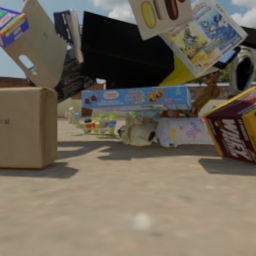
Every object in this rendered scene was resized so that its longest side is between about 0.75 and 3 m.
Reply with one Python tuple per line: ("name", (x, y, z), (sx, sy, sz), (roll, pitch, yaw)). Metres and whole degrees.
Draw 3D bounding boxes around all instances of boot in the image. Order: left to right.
("boot", (-1.580, -2.423, 7.503), (0.617, 1.366, 0.497), (-6, 22, 1))
("boot", (3.700, -2.131, 8.695), (0.879, 2.391, 1.143), (9, 2, 13))

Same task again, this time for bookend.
("bookend", (-0.388, -1.955, 8.844), (2.711, 1.256, 2.728), (7, -21, -19))

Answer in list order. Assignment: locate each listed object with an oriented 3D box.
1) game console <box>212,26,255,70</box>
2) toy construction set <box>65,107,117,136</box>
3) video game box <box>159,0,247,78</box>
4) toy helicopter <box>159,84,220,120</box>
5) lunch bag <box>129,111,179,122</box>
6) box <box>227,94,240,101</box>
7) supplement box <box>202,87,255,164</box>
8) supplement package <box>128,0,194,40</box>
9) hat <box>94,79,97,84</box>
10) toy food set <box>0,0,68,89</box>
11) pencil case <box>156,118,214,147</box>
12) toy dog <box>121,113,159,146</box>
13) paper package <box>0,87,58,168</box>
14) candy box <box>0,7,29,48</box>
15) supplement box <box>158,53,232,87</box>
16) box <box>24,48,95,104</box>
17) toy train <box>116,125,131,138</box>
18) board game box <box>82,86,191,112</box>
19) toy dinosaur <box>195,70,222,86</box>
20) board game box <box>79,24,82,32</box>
("game console", (3.073, -2.278, 8.015), (1.043, 1.768, 0.213), (32, -19, 40))
("toy construction set", (-1.739, -0.199, 13.636), (2.687, 1.238, 1.762), (12, 5, 12))
("video game box", (2.055, -2.589, 7.753), (1.832, 1.669, 0.429), (-39, -9, -9))
("toy helicopter", (2.324, -0.563, 9.675), (2.377, 1.572, 0.937), (-42, -5, -5))
("lunch bag", (1.080, -0.476, 12.375), (2.200, 1.769, 0.907), (0, -15, 25))
("box", (4.012, -0.252, 8.446), (1.512, 1.091, 2.037), (-1, -14, 35))
("supplement box", (2.715, -0.126, 5.756), (1.550, 1.043, 1.571), (-28, 9, -12))
("supplement package", (0.669, -3.041, 6.442), (1.307, 1.005, 1.367), (-18, -43, 12))
("hat", (-2.166, -2.957, 12.948), (0.882, 2.188, 2.188), (-20, 5, -7))
("toy food set", (-2.762, -2.561, 8.278), (0.815, 2.699, 1.936), (-17, -44, 17))
("pencil case", (1.848, 0.125, 8.417), (2.018, 0.839, 0.915), (-1, 34, -26))
("toy dog", (0.670, 0.088, 8.777), (1.393, 0.972, 1.351), (-1, 15, -26))
("paper package", (-2.086, -0.005, 5.096), (1.475, 1.406, 0.763), (0, 1, 9))
("candy box", (-2.989, -2.360, 6.433), (1.037, 0.877, 0.399), (21, -36, 12))
("supplement box", (2.115, -2.474, 9.777), (2.604, 1.426, 1.417), (-16, -2, 36))
("box", (-2.358, -1.784, 10.100), (2.321, 0.505, 1.859), (-32, -24, -18))
("toy train", (0.154, 0.201, 11.527), (1.234, 0.526, 0.703), (1, 14, -16))
("board game box", (0.368, -0.785, 8.237), (2.827, 0.517, 2.138), (-2, -1, 15))
("toy dinosaur", (3.468, -2.785, 12.108), (1.320, 1.754, 2.585), (50, 8, 33))
("board game box", (-0.743, -3.354, 11.394), (2.801, 0.483, 1.896), (19, 10, -31))
